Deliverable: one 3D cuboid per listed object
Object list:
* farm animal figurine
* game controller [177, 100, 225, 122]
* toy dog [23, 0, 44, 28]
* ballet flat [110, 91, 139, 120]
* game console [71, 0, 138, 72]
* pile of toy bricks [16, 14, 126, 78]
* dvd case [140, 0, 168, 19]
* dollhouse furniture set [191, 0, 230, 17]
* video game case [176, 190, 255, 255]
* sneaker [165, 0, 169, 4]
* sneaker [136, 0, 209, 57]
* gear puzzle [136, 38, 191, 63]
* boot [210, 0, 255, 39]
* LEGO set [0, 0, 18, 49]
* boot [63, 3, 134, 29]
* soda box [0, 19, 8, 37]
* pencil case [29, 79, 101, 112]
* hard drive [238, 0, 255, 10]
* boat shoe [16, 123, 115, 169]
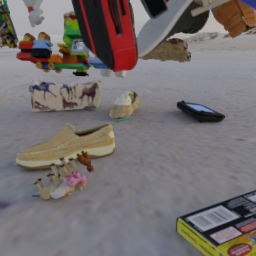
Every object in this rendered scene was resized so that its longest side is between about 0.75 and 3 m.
[{"bbox_3d":[-0.817,0.728,3.835,0.723,0.450,0.895,-16,16,12],"label":"farm animal figurine"},{"bbox_3d":[2.061,-0.508,8.139,0.897,0.362,1.719,-3,17,-10],"label":"game controller"},{"bbox_3d":[-2.260,-3.068,6.849,0.529,1.099,0.725,-21,14,-17],"label":"toy dog"},{"bbox_3d":[-0.111,-0.752,8.482,0.688,0.637,1.951,3,17,11],"label":"ballet flat"},{"bbox_3d":[-0.610,-2.303,4.136,0.416,2.680,2.370,-19,33,-11],"label":"game console"},{"bbox_3d":[-1.342,-2.135,6.946,2.738,1.352,1.519,7,-6,20],"label":"pile of toy bricks"},{"bbox_3d":[0.009,-3.138,5.123,0.355,2.157,2.870,-26,22,13],"label":"dvd case"},{"bbox_3d":[1.228,-2.405,3.574,1.018,1.438,1.565,-14,18,32],"label":"dollhouse furniture set"},{"bbox_3d":[1.483,1.114,2.822,1.490,0.190,1.347,-8,18,-28],"label":"video game case"},{"bbox_3d":[1.185,-4.478,9.412,2.301,0.901,1.329,29,33,-29],"label":"sneaker"},{"bbox_3d":[1.317,-2.781,7.862,1.254,2.529,0.894,29,19,-48],"label":"sneaker"},{"bbox_3d":[0.641,-2.626,9.102,2.756,0.361,1.427,10,-7,22],"label":"gear puzzle"},{"bbox_3d":[3.052,-3.245,7.318,1.707,1.321,0.629,-33,-5,7],"label":"boot"},{"bbox_3d":[-4.014,-3.082,7.541,1.310,2.260,1.738,-19,3,-4],"label":"LEGO set"},{"bbox_3d":[-1.069,-3.441,9.189,2.085,0.977,2.683,-16,21,-8],"label":"boot"},{"bbox_3d":[-3.172,-2.391,5.790,1.245,0.441,0.394,36,2,-16],"label":"soda box"},{"bbox_3d":[-1.945,-1.062,8.892,2.225,0.995,0.866,-3,8,-13],"label":"pencil case"},{"bbox_3d":[1.809,-2.850,4.896,1.906,0.242,1.257,39,-2,16],"label":"hard drive"},{"bbox_3d":[-1.070,0.236,4.968,1.783,0.679,0.639,-11,19,-34],"label":"boat shoe"}]
